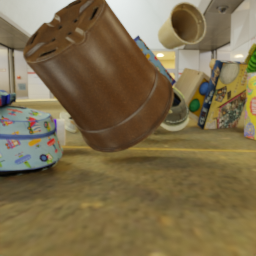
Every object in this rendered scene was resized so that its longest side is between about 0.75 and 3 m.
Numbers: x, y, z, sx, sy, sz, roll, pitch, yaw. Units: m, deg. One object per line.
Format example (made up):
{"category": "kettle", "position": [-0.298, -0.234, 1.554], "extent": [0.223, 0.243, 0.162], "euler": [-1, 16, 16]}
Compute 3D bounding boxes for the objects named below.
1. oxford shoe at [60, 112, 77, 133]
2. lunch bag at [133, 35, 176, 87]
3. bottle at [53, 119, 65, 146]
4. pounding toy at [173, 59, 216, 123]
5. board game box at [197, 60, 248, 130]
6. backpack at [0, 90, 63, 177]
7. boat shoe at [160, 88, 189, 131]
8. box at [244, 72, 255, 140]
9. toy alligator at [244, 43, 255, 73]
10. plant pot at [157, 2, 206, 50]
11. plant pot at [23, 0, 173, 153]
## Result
{"category": "oxford shoe", "position": [-1.739, -0.261, 8.399], "extent": [0.493, 0.379, 1.311], "euler": [20, 12, -27]}
{"category": "lunch bag", "position": [-0.109, -1.402, 9.575], "extent": [2.695, 2.029, 1.268], "euler": [-32, 16, 37]}
{"category": "bottle", "position": [-2.324, 0.107, 5.260], "extent": [2.237, 0.730, 0.934], "euler": [-1, 18, -12]}
{"category": "pounding toy", "position": [2.616, -1.227, 9.146], "extent": [1.907, 2.170, 0.993], "euler": [26, 5, -36]}
{"category": "board game box", "position": [3.007, -0.969, 8.516], "extent": [1.408, 2.078, 0.359], "euler": [-3, 28, -25]}
{"category": "backpack", "position": [-1.852, 0.060, 3.976], "extent": [1.789, 1.203, 1.633], "euler": [0, 7, -9]}
{"category": "boat shoe", "position": [0.384, -0.889, 6.505], "extent": [0.882, 0.738, 2.469], "euler": [-41, 58, -17]}
{"category": "box", "position": [4.351, -0.423, 5.827], "extent": [2.595, 1.644, 2.695], "euler": [-1, 8, -7]}
{"category": "toy alligator", "position": [3.262, -1.815, 6.924], "extent": [0.572, 0.524, 1.930], "euler": [32, -14, 18]}
{"category": "plant pot", "position": [1.351, -2.660, 7.649], "extent": [1.110, 1.110, 1.016], "euler": [-3, -3, -23]}
{"category": "plant pot", "position": [-0.445, -0.808, 4.132], "extent": [1.738, 1.738, 1.721], "euler": [6, -32, 37]}
